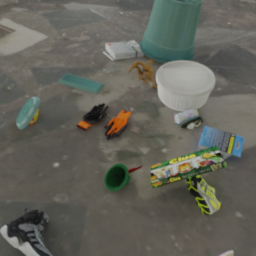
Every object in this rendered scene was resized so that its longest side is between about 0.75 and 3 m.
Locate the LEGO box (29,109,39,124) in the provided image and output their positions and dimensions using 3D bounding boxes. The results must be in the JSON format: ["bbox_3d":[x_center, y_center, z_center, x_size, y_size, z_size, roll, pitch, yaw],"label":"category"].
[{"bbox_3d":[-4.008,-0.512,11.370,0.561,0.291,0.753,1,45,1],"label":"LEGO box"}]

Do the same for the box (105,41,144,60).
[{"bbox_3d":[-0.177,-4.126,14.786,1.691,0.348,1.318,-13,45,-23],"label":"box"}]

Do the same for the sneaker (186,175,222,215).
[{"bbox_3d":[2.330,1.954,8.795,0.599,0.591,1.568,-9,56,-19],"label":"sneaker"}]

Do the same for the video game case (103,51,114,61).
[{"bbox_3d":[-0.735,-3.939,14.905,0.838,0.108,0.922,-28,51,-25],"label":"video game case"}]

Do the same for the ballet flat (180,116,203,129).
[{"bbox_3d":[2.539,-0.165,11.008,1.014,0.345,0.347,-24,58,-22],"label":"ballet flat"}]

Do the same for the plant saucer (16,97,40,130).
[{"bbox_3d":[-3.537,-0.554,9.786,1.293,0.177,1.293,-30,42,32],"label":"plant saucer"}]

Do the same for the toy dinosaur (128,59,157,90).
[{"bbox_3d":[0.884,-2.766,13.450,1.519,0.864,2.861,20,46,-17],"label":"toy dinosaur"}]

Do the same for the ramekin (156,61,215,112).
[{"bbox_3d":[2.387,-1.755,11.996,2.479,1.154,2.479,0,46,0],"label":"ramekin"}]

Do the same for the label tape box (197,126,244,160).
[{"bbox_3d":[3.341,0.602,10.148,1.442,0.477,1.033,18,49,14],"label":"label tape box"}]

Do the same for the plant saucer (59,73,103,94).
[{"bbox_3d":[-2.197,-2.101,13.037,2.056,0.195,0.719,18,47,18],"label":"plant saucer"}]

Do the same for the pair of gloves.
[{"bbox_3d":[-0.915,-0.284,11.203,1.865,0.231,1.662,19,49,22],"label":"pair of gloves"}]

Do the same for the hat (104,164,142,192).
[{"bbox_3d":[-0.089,1.727,9.291,1.096,0.964,0.908,-35,50,16],"label":"hat"}]

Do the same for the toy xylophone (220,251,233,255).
[{"bbox_3d":[2.629,3.984,6.805,1.241,0.426,1.696,-23,49,-21],"label":"toy xylophone"}]

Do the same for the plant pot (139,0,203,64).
[{"bbox_3d":[2.253,-5.179,13.967,2.937,2.877,2.937,6,43,-6],"label":"plant pot"}]

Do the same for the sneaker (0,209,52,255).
[{"bbox_3d":[-2.451,2.929,7.616,1.975,0.745,1.124,24,52,25],"label":"sneaker"}]

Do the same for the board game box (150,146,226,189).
[{"bbox_3d":[1.799,1.206,8.778,2.271,0.266,1.190,-19,14,10],"label":"board game box"}]

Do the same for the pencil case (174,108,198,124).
[{"bbox_3d":[2.333,-0.478,11.233,0.967,0.439,0.402,-20,64,-17],"label":"pencil case"}]
